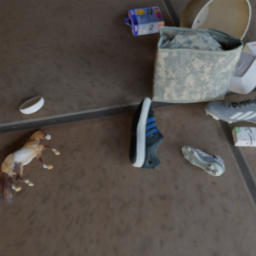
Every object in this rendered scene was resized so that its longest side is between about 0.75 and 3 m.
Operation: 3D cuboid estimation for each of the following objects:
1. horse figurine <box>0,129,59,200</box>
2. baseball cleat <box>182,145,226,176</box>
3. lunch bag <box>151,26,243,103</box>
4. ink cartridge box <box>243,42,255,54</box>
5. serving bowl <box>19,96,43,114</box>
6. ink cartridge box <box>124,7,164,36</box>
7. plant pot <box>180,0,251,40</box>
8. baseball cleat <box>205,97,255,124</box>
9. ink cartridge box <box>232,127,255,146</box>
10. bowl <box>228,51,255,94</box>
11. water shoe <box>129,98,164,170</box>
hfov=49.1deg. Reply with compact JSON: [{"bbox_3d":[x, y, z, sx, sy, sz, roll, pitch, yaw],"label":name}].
[{"bbox_3d":[-3.335,1.108,9.104,1.619,0.610,2.442,33,69,32],"label":"horse figurine"},{"bbox_3d":[2.522,1.025,9.337,0.801,0.525,1.506,-22,52,-41],"label":"baseball cleat"},{"bbox_3d":[2.388,-2.197,10.084,2.897,2.376,1.703,5,49,4],"label":"lunch bag"},{"bbox_3d":[5.715,-2.573,11.297,1.488,0.859,2.038,-13,59,-8],"label":"ink cartridge box"},{"bbox_3d":[-3.537,-0.801,10.383,0.933,0.307,0.933,-18,30,11],"label":"serving bowl"},{"bbox_3d":[0.688,-4.912,12.908,1.689,0.645,1.152,-11,58,-5],"label":"ink cartridge box"},{"bbox_3d":[3.236,-4.382,11.537,2.780,2.780,1.866,-21,45,-12],"label":"plant pot"},{"bbox_3d":[4.224,-0.800,9.814,2.818,1.500,0.983,10,41,0],"label":"baseball cleat"},{"bbox_3d":[4.131,0.307,9.792,0.820,0.346,0.599,1,57,0],"label":"ink cartridge box"},{"bbox_3d":[4.229,-2.262,10.735,1.702,0.636,1.705,33,83,42],"label":"bowl"},{"bbox_3d":[0.676,0.205,9.696,1.045,0.947,2.648,18,60,-16],"label":"water shoe"}]
